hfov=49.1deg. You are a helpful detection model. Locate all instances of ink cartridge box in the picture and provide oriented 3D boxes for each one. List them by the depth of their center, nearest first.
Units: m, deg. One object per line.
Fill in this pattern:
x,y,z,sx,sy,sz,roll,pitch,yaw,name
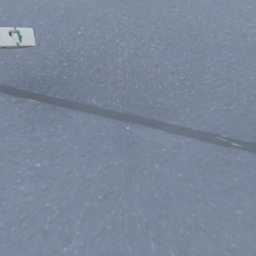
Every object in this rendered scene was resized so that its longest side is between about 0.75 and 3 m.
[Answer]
-3.643,-2.688,8.446,1.321,0.557,0.965,-17,19,-41,ink cartridge box
